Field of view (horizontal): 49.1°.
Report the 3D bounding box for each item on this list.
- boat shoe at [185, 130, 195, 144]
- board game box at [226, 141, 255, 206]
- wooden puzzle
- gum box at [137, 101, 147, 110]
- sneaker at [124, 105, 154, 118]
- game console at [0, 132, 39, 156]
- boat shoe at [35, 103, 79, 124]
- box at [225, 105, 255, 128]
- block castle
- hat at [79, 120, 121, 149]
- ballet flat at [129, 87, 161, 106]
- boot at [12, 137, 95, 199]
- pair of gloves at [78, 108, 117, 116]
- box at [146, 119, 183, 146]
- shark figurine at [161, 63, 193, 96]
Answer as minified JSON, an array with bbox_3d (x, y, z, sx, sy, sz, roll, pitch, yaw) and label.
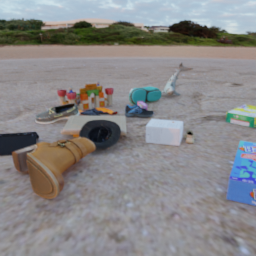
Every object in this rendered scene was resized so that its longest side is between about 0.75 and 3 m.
[{"bbox_3d":[2.290,0.250,10.297,0.380,0.344,1.068,2,19,7],"label":"boat shoe"},{"bbox_3d":[3.745,1.162,7.135,2.019,0.597,2.655,8,20,24],"label":"board game box"},{"bbox_3d":[-1.262,-0.053,11.079,2.353,0.474,2.544,1,14,-2],"label":"wooden puzzle"},{"bbox_3d":[0.704,-0.990,13.805,0.284,0.488,0.860,-4,19,-13],"label":"gum box"},{"bbox_3d":[0.523,-0.792,13.056,1.371,0.562,0.502,2,11,-1],"label":"sneaker"},{"bbox_3d":[-3.829,0.597,9.594,1.410,0.820,1.240,-3,-11,-11],"label":"game console"},{"bbox_3d":[-3.134,-0.666,12.257,1.923,0.575,0.687,-12,44,-8],"label":"boat shoe"},{"bbox_3d":[5.508,-0.594,12.576,2.240,0.542,1.314,-20,26,-40],"label":"box"},{"bbox_3d":[-2.224,-1.765,14.802,2.650,1.243,1.771,-11,18,-32],"label":"block castle"},{"bbox_3d":[-0.933,0.330,9.467,1.408,0.568,1.408,-1,51,2],"label":"hat"},{"bbox_3d":[0.692,-1.794,15.484,1.037,0.992,2.947,18,19,35],"label":"ballet flat"},{"bbox_3d":[-1.732,0.835,7.526,2.039,0.971,2.635,-14,23,-35],"label":"boot"},{"bbox_3d":[-1.526,-0.781,13.432,1.487,0.206,1.670,14,18,38],"label":"pair of gloves"},{"bbox_3d":[1.322,0.148,10.125,1.206,0.642,0.919,6,19,17],"label":"box"},{"bbox_3d":[3.017,-2.693,17.683,1.744,1.218,2.918,-40,16,56],"label":"shark figurine"}]
